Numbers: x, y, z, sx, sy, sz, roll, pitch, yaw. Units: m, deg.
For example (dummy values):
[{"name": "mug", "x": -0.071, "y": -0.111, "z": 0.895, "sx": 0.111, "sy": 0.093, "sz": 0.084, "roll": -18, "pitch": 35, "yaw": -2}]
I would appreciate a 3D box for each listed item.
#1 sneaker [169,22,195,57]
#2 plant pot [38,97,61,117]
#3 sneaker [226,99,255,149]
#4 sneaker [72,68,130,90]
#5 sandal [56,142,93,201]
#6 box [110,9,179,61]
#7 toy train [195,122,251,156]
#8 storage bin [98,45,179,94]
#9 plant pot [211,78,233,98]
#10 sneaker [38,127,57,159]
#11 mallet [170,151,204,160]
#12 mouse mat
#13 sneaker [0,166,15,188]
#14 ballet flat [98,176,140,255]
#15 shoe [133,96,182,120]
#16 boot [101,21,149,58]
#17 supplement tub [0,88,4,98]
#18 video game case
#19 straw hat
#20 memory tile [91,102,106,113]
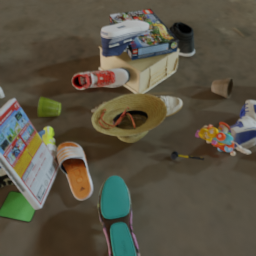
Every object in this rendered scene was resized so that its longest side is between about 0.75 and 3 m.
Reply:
[{"name": "sneaker", "x": 1.827, "y": -4.402, "z": 13.372, "sx": 2.891, "sy": 1.434, "sz": 1.022, "roll": 14, "pitch": 52, "yaw": 14}, {"name": "plant pot", "x": -2.973, "y": -0.744, "z": 10.676, "sx": 0.753, "sy": 0.782, "sz": 0.782, "roll": 8, "pitch": 48, "yaw": -7}, {"name": "sneaker", "x": 4.358, "y": -0.209, "z": 10.088, "sx": 2.499, "sy": 1.009, "sz": 1.443, "roll": -17, "pitch": 43, "yaw": -17}, {"name": "sneaker", "x": -1.131, "y": -1.901, "z": 11.118, "sx": 2.260, "sy": 0.755, "sz": 1.212, "roll": 2, "pitch": 18, "yaw": 26}, {"name": "sandal", "x": -1.709, "y": 1.183, "z": 8.872, "sx": 0.872, "sy": 0.652, "sz": 2.276, "roll": -26, "pitch": 54, "yaw": -8}, {"name": "box", "x": 0.595, "y": -4.124, "z": 12.117, "sx": 2.031, "sy": 0.560, "sz": 2.973, "roll": -15, "pitch": 50, "yaw": -13}, {"name": "toy train", "x": 2.990, "y": 0.328, "z": 8.726, "sx": 1.550, "sy": 2.063, "sz": 0.574, "roll": 26, "pitch": 86, "yaw": 0}, {"name": "storage bin", "x": 0.471, "y": -3.034, "z": 12.334, "sx": 2.567, "sy": 1.212, "sz": 2.585, "roll": -36, "pitch": 57, "yaw": -28}, {"name": "plant pot", "x": 3.841, "y": -1.674, "z": 11.479, "sx": 0.702, "sy": 0.810, "sz": 0.810, "roll": 14, "pitch": 48, "yaw": 33}, {"name": "sneaker", "x": -2.866, "y": 0.615, "z": 9.669, "sx": 0.682, "sy": 0.491, "sz": 1.298, "roll": -20, "pitch": 58, "yaw": 17}, {"name": "mallet", "x": 1.929, "y": 0.973, "z": 9.225, "sx": 1.081, "sy": 0.222, "sz": 0.356, "roll": 7, "pitch": 13, "yaw": 25}, {"name": "mouse mat", "x": -3.233, "y": 2.333, "z": 8.357, "sx": 1.051, "sy": 0.040, "sz": 0.846, "roll": 10, "pitch": 50, "yaw": 6}, {"name": "sneaker", "x": -4.116, "y": 1.277, "z": 8.793, "sx": 2.606, "sy": 1.023, "sz": 1.162, "roll": -5, "pitch": 41, "yaw": -15}, {"name": "ballet flat", "x": -0.283, "y": 2.607, "z": 7.476, "sx": 0.935, "sy": 0.962, "sz": 2.705, "roll": -5, "pitch": 46, "yaw": -11}, {"name": "shoe", "x": 1.024, "y": -0.769, "z": 10.554, "sx": 2.173, "sy": 0.580, "sz": 0.760, "roll": -12, "pitch": 69, "yaw": -5}, {"name": "boot", "x": -0.146, "y": -3.462, "z": 10.844, "sx": 2.259, "sy": 1.020, "sz": 0.822, "roll": -24, "pitch": 48, "yaw": -33}, {"name": "supplement tub", "x": -5.613, "y": -1.275, "z": 10.904, "sx": 1.257, "sy": 0.882, "sz": 0.882, "roll": -32, "pitch": 56, "yaw": -25}, {"name": "video game case", "x": -2.905, "y": 0.705, "z": 7.869, "sx": 0.231, "sy": 2.645, "sz": 1.891, "roll": -18, "pitch": 28, "yaw": 14}, {"name": "straw hat", "x": 0.099, "y": -0.102, "z": 9.770, "sx": 2.580, "sy": 1.092, "sz": 2.580, "roll": -6, "pitch": 37, "yaw": 5}, {"name": "memory tile", "x": -1.005, "y": -0.718, "z": 11.038, "sx": 0.601, "sy": 0.066, "sz": 0.785, "roll": 36, "pitch": 58, "yaw": 28}]
